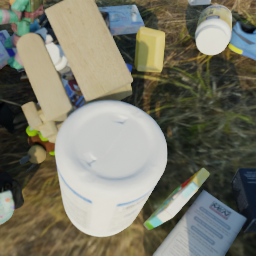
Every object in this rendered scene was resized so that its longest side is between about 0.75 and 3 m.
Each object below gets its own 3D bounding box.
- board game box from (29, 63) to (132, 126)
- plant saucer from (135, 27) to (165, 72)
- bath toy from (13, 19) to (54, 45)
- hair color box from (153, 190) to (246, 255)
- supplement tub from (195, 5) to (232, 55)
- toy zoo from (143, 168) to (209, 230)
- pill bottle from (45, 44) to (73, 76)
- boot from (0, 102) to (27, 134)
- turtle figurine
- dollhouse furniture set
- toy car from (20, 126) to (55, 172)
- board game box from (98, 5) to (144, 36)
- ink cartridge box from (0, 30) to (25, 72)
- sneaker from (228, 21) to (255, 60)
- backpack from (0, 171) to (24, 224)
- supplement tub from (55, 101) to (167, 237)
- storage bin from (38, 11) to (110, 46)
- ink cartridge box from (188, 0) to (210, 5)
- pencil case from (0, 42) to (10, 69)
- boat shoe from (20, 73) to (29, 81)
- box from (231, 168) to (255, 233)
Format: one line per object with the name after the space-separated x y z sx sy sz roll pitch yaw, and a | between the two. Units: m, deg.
-1.171 -0.889 7.484 1.839 0.468 2.717 21 60 1 | board game box
0.628 -2.404 8.736 0.306 1.263 1.263 15 16 39 | plant saucer
-2.454 -2.071 8.473 0.885 1.041 2.393 -36 87 -14 | bath toy
1.270 2.209 5.245 0.955 0.585 1.929 33 57 26 | hair color box
3.007 -3.437 9.843 1.182 1.182 1.638 12 49 11 | supplement tub
0.919 1.345 5.277 0.175 1.706 1.120 45 61 12 | toy zoo
-1.673 -1.663 6.858 0.615 1.056 0.615 0 90 11 | pill bottle
-2.940 -0.359 7.095 0.341 0.756 0.922 28 71 42 | boot
-2.605 -2.792 6.370 1.319 2.620 1.961 3 48 -10 | turtle figurine
-1.142 -0.960 5.583 2.047 2.153 1.754 -25 82 0 | dollhouse furniture set
-2.195 0.558 6.608 0.738 0.769 0.936 17 57 20 | toy car
-0.347 -4.303 11.163 1.673 0.363 1.665 -8 49 -7 | board game box
-3.554 -2.341 8.546 0.251 1.233 1.236 -28 27 -7 | ink cartridge box
4.709 -2.796 9.406 2.659 1.042 0.876 31 53 23 | sneaker
-2.930 1.504 5.480 1.481 0.937 1.236 -21 16 -37 | backpack
-0.383 0.855 4.978 1.656 2.510 1.656 5 58 -8 | supplement tub
-1.850 -3.321 9.841 2.277 1.068 1.540 7 49 7 | storage bin
3.148 -5.860 12.542 0.892 0.374 0.783 -5 48 -4 | ink cartridge box
-4.425 -2.036 8.885 0.856 0.784 1.886 23 52 6 | pencil case
-3.002 -1.658 8.841 0.775 0.279 0.279 -6 75 2 | boat shoe
2.788 1.498 5.840 0.876 0.632 1.180 1 48 1 | box
